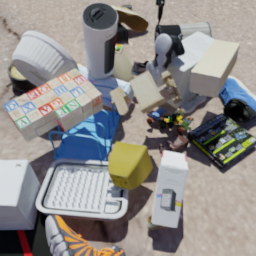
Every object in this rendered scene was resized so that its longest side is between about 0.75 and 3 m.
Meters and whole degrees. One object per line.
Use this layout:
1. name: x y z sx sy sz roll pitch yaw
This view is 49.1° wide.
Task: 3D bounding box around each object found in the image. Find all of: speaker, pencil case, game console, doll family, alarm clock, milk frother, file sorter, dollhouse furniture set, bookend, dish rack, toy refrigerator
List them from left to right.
1. game console: -3.041 3.115 8.245 2.218 0.389 2.508 -23 52 -18
2. alarm clock: -4.468 -2.650 12.995 1.794 0.886 2.660 2 51 3
3. dish rack: -1.327 1.974 8.854 2.653 0.578 2.277 5 37 1
4. file sorter: -1.502 -0.182 10.313 1.870 1.653 2.695 9 49 7
5. speaker: -1.030 -3.039 10.178 1.181 2.908 1.181 2 68 -5
6. pencil case: -1.184 -1.750 11.896 2.958 1.342 1.230 24 48 19
7. bookend: -0.995 -5.165 15.324 1.507 0.699 1.517 -25 53 -21
8. dollhouse furniture set: 0.835 -0.693 9.491 2.035 2.387 1.165 -27 62 11
9. doll family: 1.563 -0.303 10.947 1.913 0.751 1.106 7 41 41
10. milk frother: 2.640 -5.124 13.969 2.574 2.736 2.469 -5 45 -5
11. toy refrigerator: 3.006 -2.069 9.657 0.946 0.872 2.491 18 46 24

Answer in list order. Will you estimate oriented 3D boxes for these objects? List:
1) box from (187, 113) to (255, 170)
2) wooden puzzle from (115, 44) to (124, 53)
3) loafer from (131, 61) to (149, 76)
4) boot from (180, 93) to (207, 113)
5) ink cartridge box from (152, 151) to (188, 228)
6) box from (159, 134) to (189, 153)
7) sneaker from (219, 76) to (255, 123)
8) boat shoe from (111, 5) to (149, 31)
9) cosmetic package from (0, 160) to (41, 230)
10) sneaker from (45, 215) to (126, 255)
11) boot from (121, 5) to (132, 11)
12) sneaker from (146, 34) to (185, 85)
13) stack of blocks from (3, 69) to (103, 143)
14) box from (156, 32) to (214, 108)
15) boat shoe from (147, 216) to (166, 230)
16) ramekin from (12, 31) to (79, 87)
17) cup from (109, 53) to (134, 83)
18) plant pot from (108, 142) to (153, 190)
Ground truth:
1. box: 3.538 0.434 10.576 1.895 0.450 1.830 -28 56 -23
2. wooden puzzle: -0.678 -4.271 14.906 0.790 0.147 0.730 9 50 9
3. loafer: 0.818 -2.662 12.153 0.668 0.586 1.859 21 29 32
4. boot: 2.816 -1.257 11.871 1.510 0.722 0.555 -36 59 -27
5. ink cartridge box: 1.172 1.695 7.992 0.756 1.766 1.303 8 14 6
6. box: 1.703 0.651 10.428 1.025 0.384 0.513 -27 54 -20
7. sneaker: 4.275 -1.211 11.650 1.424 0.983 2.561 -24 59 -30
8. boat shoe: 0.005 -6.184 15.575 2.537 0.935 0.878 11 46 -31
9. cosmetic package: -3.419 1.919 7.908 1.389 1.670 1.398 0 49 0
10. sneaker: -1.066 3.357 7.513 1.522 1.054 2.716 -22 71 -36
11. boot: -0.436 -6.868 17.011 1.620 0.565 1.067 -16 53 0
12. sneaker: 1.466 -2.574 10.608 1.214 2.133 0.805 -22 56 -32
13. stack of blocks: -2.345 -0.664 9.049 2.671 0.782 1.538 -33 62 -22
14. box: 2.544 -2.524 12.073 2.701 2.057 1.436 -35 59 -27
15. boat shoe: 1.023 2.812 8.486 1.118 0.371 0.414 -1 22 -29
16. ramekin: -3.151 -2.316 10.457 2.441 2.441 1.137 22 70 19
17. cup: -0.346 -2.415 12.548 1.536 1.536 1.099 -36 83 -27
18. plant pot: -0.012 1.232 8.540 1.081 1.074 1.105 7 46 28
